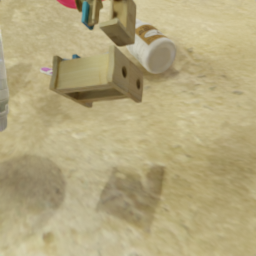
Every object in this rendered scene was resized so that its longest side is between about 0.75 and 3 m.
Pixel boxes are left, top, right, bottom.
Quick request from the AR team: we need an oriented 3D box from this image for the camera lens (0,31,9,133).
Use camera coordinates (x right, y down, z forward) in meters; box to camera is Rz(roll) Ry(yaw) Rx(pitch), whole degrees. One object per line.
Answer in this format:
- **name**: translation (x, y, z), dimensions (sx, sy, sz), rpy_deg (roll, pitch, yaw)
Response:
- **camera lens**: translation (-3.150, -1.099, 4.747), dimensions (1.967, 2.459, 1.967), rpy_deg (-1, 15, 0)

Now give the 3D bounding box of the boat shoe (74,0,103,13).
- **boat shoe**: translation (-1.239, -4.494, 7.773), dimensions (0.752, 2.391, 0.872), rpy_deg (-12, 9, -15)

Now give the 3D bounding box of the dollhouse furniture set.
- **dollhouse furniture set**: translation (-0.462, -1.366, 5.060), dimensions (1.211, 1.204, 1.718), rpy_deg (-2, 77, 25)

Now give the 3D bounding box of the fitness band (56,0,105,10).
- **fitness band**: translation (-1.279, -4.600, 8.448), dimensions (2.367, 1.700, 0.443), rpy_deg (-26, 15, -9)

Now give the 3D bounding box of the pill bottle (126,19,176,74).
- **pill bottle**: translation (0.612, -2.889, 9.601), dimensions (1.201, 1.201, 2.101), rpy_deg (-20, 49, -18)

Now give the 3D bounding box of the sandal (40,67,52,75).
- **sandal**: translation (-2.547, -1.921, 9.351), dimensions (0.875, 0.215, 0.356), rpy_deg (8, 46, 8)
